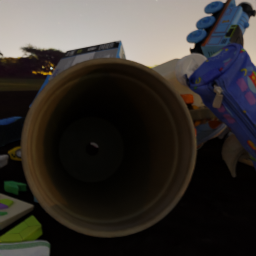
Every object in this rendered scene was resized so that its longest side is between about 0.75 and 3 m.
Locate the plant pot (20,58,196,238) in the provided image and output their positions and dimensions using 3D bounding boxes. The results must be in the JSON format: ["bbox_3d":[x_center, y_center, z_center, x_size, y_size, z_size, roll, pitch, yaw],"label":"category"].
[{"bbox_3d":[-0.471,0.336,5.075,2.610,2.610,2.265,-3,-4,-17],"label":"plant pot"}]

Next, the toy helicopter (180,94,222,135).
[{"bbox_3d":[2.382,-0.351,6.813,2.672,1.054,1.767,-6,-3,40],"label":"toy helicopter"}]

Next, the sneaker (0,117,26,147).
[{"bbox_3d":[-4.566,0.205,9.532,1.077,0.906,2.748,-8,6,27],"label":"sneaker"}]

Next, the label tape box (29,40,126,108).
[{"bbox_3d":[-1.405,-1.514,7.745,2.575,0.851,1.845,-6,37,9],"label":"label tape box"}]

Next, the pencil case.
[{"bbox_3d":[2.340,-0.202,5.350,1.123,2.877,1.250,-30,18,40],"label":"pencil case"}]

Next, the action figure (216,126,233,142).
[{"bbox_3d":[4.523,-0.310,10.099,2.865,2.962,1.549,-21,46,4],"label":"action figure"}]

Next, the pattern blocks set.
[{"bbox_3d":[-2.489,1.428,4.425,2.498,0.230,2.842,3,11,16],"label":"pattern blocks set"}]

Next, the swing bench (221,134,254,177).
[{"bbox_3d":[3.162,0.608,6.990,1.400,0.908,1.393,3,12,8],"label":"swing bench"}]

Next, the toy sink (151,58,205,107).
[{"bbox_3d":[1.319,-1.243,8.855,1.572,1.351,2.412,-22,18,-1],"label":"toy sink"}]

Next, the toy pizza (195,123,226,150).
[{"bbox_3d":[2.225,0.250,8.612,1.935,0.307,1.935,-31,7,4],"label":"toy pizza"}]

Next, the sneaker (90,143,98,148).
[{"bbox_3d":[-0.176,0.101,8.461,2.240,0.988,0.911,4,33,-1],"label":"sneaker"}]

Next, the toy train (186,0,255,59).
[{"bbox_3d":[3.023,-3.087,9.027,1.605,1.217,2.809,13,60,38],"label":"toy train"}]

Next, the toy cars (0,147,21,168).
[{"bbox_3d":[-2.833,0.849,6.698,2.710,0.600,1.215,-14,10,-40],"label":"toy cars"}]

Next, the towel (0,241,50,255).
[{"bbox_3d":[-1.416,1.695,3.123,0.956,0.197,1.282,-2,11,-9],"label":"towel"}]

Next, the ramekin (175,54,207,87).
[{"bbox_3d":[1.659,-1.479,7.145,0.857,0.857,0.418,-1,2,-5],"label":"ramekin"}]
